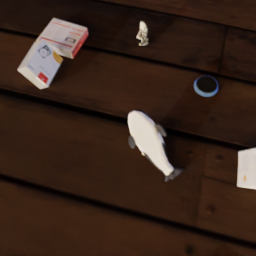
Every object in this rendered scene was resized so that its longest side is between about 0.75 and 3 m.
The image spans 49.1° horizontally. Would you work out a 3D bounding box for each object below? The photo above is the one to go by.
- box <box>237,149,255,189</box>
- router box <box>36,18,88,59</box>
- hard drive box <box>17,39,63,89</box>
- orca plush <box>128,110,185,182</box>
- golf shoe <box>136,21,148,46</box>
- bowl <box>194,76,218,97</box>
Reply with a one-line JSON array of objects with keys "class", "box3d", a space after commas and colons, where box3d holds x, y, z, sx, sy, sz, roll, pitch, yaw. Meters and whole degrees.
[{"class": "box", "box3d": [4.486, 1.371, 9.288, 0.886, 1.666, 1.268, 9, 77, -9]}, {"class": "router box", "box3d": [-3.081, -4.250, 13.237, 1.848, 0.451, 1.658, 20, 63, 11]}, {"class": "hard drive box", "box3d": [-3.663, -2.669, 11.798, 0.618, 1.255, 1.611, -7, 54, 38]}, {"class": "orca plush", "box3d": [1.062, 0.472, 10.269, 2.835, 1.491, 1.008, 45, 31, 3]}, {"class": "golf shoe", "box3d": [0.627, -4.359, 12.972, 0.512, 1.084, 0.421, -18, 22, -21]}, {"class": "bowl", "box3d": [3.361, -1.813, 12.068, 1.021, 0.200, 1.021, 0, 62, 0]}]
